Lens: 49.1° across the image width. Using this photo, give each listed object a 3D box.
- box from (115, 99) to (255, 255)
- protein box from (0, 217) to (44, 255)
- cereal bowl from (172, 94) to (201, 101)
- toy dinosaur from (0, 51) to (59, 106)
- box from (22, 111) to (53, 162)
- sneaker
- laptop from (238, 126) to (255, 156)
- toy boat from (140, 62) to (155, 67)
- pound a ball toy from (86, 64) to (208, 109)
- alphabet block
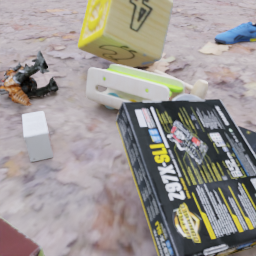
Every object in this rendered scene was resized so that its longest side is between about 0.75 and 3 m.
[{"bbox_3d":[1.180,0.707,4.800,2.187,0.676,2.739,-5,55,-21],"label":"box"},{"bbox_3d":[-2.187,1.895,2.740,2.600,2.581,1.754,21,39,26],"label":"protein box"},{"bbox_3d":[1.418,0.015,6.708,1.563,0.651,1.563,13,64,-27],"label":"cereal bowl"},{"bbox_3d":[-3.214,-1.325,8.831,1.769,1.331,2.607,-24,59,-9],"label":"toy dinosaur"},{"bbox_3d":[-2.178,0.187,6.734,0.529,0.758,0.995,-12,37,-16],"label":"box"},{"bbox_3d":[5.241,-4.571,13.281,2.417,0.948,0.797,-10,39,-11],"label":"sneaker"},{"bbox_3d":[3.262,0.483,5.798,2.666,1.377,2.363,26,42,31],"label":"laptop"},{"bbox_3d":[0.492,-2.889,11.227,1.005,0.556,1.196,-23,42,-28],"label":"toy boat"},{"bbox_3d":[0.534,-0.951,8.059,2.950,1.253,1.923,20,26,26],"label":"pound a ball toy"},{"bbox_3d":[-0.130,-3.517,9.545,2.232,2.192,2.180,14,-6,-30],"label":"alphabet block"}]
